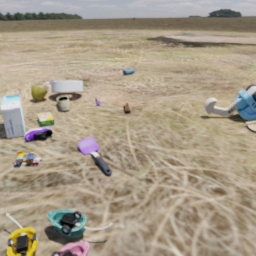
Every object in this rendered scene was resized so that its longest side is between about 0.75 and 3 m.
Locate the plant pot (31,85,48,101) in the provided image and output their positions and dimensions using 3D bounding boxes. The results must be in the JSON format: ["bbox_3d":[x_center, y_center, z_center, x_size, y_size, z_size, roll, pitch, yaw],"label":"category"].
[{"bbox_3d":[-4.308,-1.629,13.387,0.798,0.566,0.798,19,-7,2],"label":"plant pot"}]

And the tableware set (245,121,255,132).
[{"bbox_3d":[5.741,0.164,9.883,2.277,0.316,2.726,-3,24,-8],"label":"tableware set"}]

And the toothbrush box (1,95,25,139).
[{"bbox_3d":[-4.208,-0.455,10.270,0.653,1.121,1.531,-10,25,-17],"label":"toothbrush box"}]

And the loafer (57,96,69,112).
[{"bbox_3d":[-2.918,-1.202,12.658,0.570,0.514,1.505,-9,26,-18],"label":"loafer"}]

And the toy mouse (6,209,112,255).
[{"bbox_3d":[-1.214,2.191,5.268,1.928,0.420,2.170,-10,27,-20],"label":"toy mouse"}]

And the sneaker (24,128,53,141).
[{"bbox_3d":[-3.053,0.241,9.664,0.992,0.345,0.493,-20,30,-37],"label":"sneaker"}]

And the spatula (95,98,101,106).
[{"bbox_3d":[-1.455,-1.271,13.248,0.100,0.275,0.974,-47,25,2],"label":"spatula"}]

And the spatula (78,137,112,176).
[{"bbox_3d":[-0.974,0.855,8.466,0.581,0.211,2.055,-18,31,-21],"label":"spatula"}]

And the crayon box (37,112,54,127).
[{"bbox_3d":[-3.262,-0.340,11.071,0.515,0.253,0.867,-10,26,-22],"label":"crayon box"}]

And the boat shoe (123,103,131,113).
[{"bbox_3d":[-0.070,-0.888,12.234,0.289,0.289,0.821,-6,24,-6],"label":"boat shoe"}]

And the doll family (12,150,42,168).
[{"bbox_3d":[-2.997,0.846,8.283,0.865,0.390,0.537,-4,25,-8],"label":"doll family"}]

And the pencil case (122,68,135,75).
[{"bbox_3d":[0.033,-3.680,18.303,0.835,0.386,0.355,-20,0,-40],"label":"pencil case"}]

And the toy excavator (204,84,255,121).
[{"bbox_3d":[4.511,-0.854,11.331,2.113,2.173,1.085,42,18,-15],"label":"toy excavator"}]

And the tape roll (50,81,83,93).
[{"bbox_3d":[-3.031,-2.026,13.899,1.578,0.552,1.578,-1,6,0],"label":"tape roll"}]
